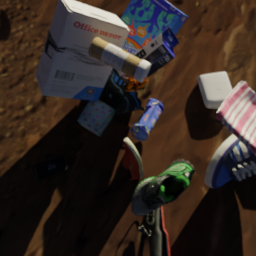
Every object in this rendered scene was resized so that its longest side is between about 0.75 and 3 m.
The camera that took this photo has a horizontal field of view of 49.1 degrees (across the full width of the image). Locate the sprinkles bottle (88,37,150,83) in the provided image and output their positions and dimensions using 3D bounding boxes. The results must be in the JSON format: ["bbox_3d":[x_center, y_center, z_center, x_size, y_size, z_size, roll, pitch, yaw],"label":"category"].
[{"bbox_3d":[-0.238,-1.817,7.471,1.654,0.565,0.565,29,72,8],"label":"sprinkles bottle"}]

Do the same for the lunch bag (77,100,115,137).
[{"bbox_3d":[-1.092,-0.407,9.766,0.930,0.666,1.092,29,77,11],"label":"lunch bag"}]

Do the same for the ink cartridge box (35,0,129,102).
[{"bbox_3d":[-1.487,-2.308,8.727,1.982,2.741,1.154,3,40,-36],"label":"ink cartridge box"}]

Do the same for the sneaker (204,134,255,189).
[{"bbox_3d":[3.929,1.058,8.336,2.918,1.176,2.137,-49,46,-6],"label":"sneaker"}]

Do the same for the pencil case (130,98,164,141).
[{"bbox_3d":[0.655,-0.305,9.128,0.615,0.685,1.577,29,53,5],"label":"pencil case"}]

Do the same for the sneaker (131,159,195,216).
[{"bbox_3d":[0.800,1.716,7.545,0.857,0.936,2.197,44,116,1],"label":"sneaker"}]

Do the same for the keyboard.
[{"bbox_3d":[-2.417,1.125,8.645,0.147,1.148,0.689,-9,97,38],"label":"keyboard"}]

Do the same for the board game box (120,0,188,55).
[{"bbox_3d":[0.541,-3.376,9.995,1.988,0.588,2.614,45,118,19],"label":"board game box"}]

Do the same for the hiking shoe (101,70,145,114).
[{"bbox_3d":[-0.382,-1.392,10.167,1.029,0.883,2.374,0,50,-40],"label":"hiking shoe"}]

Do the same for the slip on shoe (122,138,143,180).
[{"bbox_3d":[0.078,1.034,8.713,0.533,1.742,0.645,-22,43,-11],"label":"slip on shoe"}]

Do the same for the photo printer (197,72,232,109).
[{"bbox_3d":[3.214,-1.341,10.216,1.114,0.465,1.338,-8,69,-3],"label":"photo printer"}]

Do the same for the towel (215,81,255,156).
[{"bbox_3d":[3.430,-0.081,7.359,2.183,0.326,1.597,43,58,2],"label":"towel"}]

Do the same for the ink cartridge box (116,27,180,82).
[{"bbox_3d":[0.721,-2.198,8.980,2.091,1.040,0.410,-37,62,18],"label":"ink cartridge box"}]

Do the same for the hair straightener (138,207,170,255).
[{"bbox_3d":[0.781,2.903,8.343,0.975,0.518,2.534,18,65,-39],"label":"hair straightener"}]

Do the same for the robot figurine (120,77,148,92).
[{"bbox_3d":[0.188,-1.319,8.345,0.770,1.062,0.309,0,84,-15],"label":"robot figurine"}]
